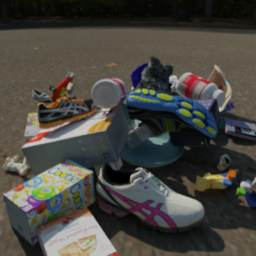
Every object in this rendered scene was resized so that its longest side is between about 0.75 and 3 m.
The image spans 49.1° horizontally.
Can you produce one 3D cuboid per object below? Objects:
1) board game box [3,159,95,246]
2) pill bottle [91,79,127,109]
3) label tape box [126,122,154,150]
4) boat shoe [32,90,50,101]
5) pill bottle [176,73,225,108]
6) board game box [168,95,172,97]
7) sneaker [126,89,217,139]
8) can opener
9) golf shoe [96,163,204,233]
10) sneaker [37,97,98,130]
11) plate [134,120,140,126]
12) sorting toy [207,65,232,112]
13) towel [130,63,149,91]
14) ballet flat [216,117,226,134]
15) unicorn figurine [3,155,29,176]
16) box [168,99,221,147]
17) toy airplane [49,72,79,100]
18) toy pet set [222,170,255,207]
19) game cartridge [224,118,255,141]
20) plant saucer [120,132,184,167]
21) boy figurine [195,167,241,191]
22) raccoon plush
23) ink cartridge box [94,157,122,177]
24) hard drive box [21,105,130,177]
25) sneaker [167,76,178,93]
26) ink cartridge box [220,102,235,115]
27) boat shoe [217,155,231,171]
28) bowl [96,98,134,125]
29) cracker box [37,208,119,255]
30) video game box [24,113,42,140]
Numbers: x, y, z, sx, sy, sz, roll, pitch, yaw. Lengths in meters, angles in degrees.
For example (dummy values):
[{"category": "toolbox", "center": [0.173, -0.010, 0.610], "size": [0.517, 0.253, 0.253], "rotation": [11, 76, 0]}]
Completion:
[{"category": "board game box", "center": [-1.884, 1.749, 7.001], "size": [1.016, 0.998, 1.937], "rotation": [20, 32, 35]}, {"category": "pill bottle", "center": [-0.498, -1.088, 8.673], "size": [0.853, 0.853, 1.520], "rotation": [6, 12, 12]}, {"category": "label tape box", "center": [0.622, -0.068, 9.918], "size": [1.700, 0.562, 1.218], "rotation": [-36, 13, 6]}, {"category": "boat shoe", "center": [-4.626, -1.712, 14.814], "size": [1.287, 0.413, 0.474], "rotation": [20, 32, 35]}, {"category": "pill bottle", "center": [3.120, -1.545, 12.027], "size": [1.083, 1.083, 1.929], "rotation": [-20, 42, -36]}, {"category": "board game box", "center": [2.215, -1.145, 13.063], "size": [1.441, 0.312, 2.141], "rotation": [-9, 23, -42]}, {"category": "sneaker", "center": [1.245, -0.308, 8.265], "size": [2.744, 1.137, 0.973], "rotation": [17, 48, 11]}, {"category": "can opener", "center": [1.050, -2.886, 15.824], "size": [0.782, 0.987, 2.970], "rotation": [-30, 22, 48]}, {"category": "golf shoe", "center": [0.476, 1.673, 6.866], "size": [2.785, 1.282, 1.011], "rotation": [9, 27, 16]}, {"category": "sneaker", "center": [-1.843, -0.604, 8.699], "size": [2.060, 0.795, 0.806], "rotation": [-23, 16, -34]}, {"category": "plate", "center": [0.306, -0.466, 9.509], "size": [0.101, 0.787, 0.787], "rotation": [-6, 26, -11]}, {"category": "sorting toy", "center": [4.080, -1.557, 12.571], "size": [0.965, 1.807, 1.627], "rotation": [11, 37, -18]}, {"category": "towel", "center": [0.615, -1.464, 11.847], "size": [0.538, 2.173, 1.605], "rotation": [-10, -6, -15]}, {"category": "ballet flat", "center": [3.453, -0.075, 11.356], "size": [0.619, 0.602, 1.741], "rotation": [3, 17, 43]}, {"category": "unicorn figurine", "center": [-3.437, 1.209, 8.884], "size": [1.148, 0.424, 0.789], "rotation": [-8, 33, 17]}, {"category": "box", "center": [2.354, -0.193, 9.886], "size": [1.306, 0.921, 1.765], "rotation": [-2, 32, 35]}, {"category": "toy airplane", "center": [-3.241, -2.157, 14.905], "size": [1.633, 1.158, 1.641], "rotation": [-23, 28, 31]}, {"category": "toy pet set", "center": [3.097, 1.749, 7.074], "size": [1.511, 0.802, 1.411], "rotation": [33, 34, 23]}, {"category": "game cartridge", "center": [4.523, 0.064, 10.951], "size": [1.450, 0.278, 0.940], "rotation": [13, 32, 3]}, {"category": "plant saucer", "center": [0.710, 0.717, 9.904], "size": [2.470, 0.339, 2.470], "rotation": [1, 25, 0]}, {"category": "boy figurine", "center": [2.512, 1.489, 8.108], "size": [1.435, 0.462, 0.892], "rotation": [-6, 12, -21]}, {"category": "raccoon plush", "center": [1.298, -1.275, 9.876], "size": [1.407, 1.949, 2.909], "rotation": [19, 15, -43]}, {"category": "ink cartridge box", "center": [-0.618, 1.089, 8.610], "size": [0.408, 0.709, 0.971], "rotation": [-8, 21, 27]}, {"category": "hard drive box", "center": [-1.491, 0.360, 8.665], "size": [2.671, 1.026, 2.082], "rotation": [-13, 21, 15]}, {"category": "sneaker", "center": [2.520, -2.565, 16.270], "size": [0.805, 0.688, 1.827], "rotation": [-5, 26, -11]}, {"category": "ink cartridge box", "center": [4.408, -0.885, 12.651], "size": [0.853, 0.325, 0.582], "rotation": [-28, -4, 40]}, {"category": "boat shoe", "center": [3.103, 1.068, 8.881], "size": [0.343, 0.314, 0.917], "rotation": [47, 34, 4]}, {"category": "bowl", "center": [-0.687, -0.776, 10.923], "size": [1.884, 1.884, 0.986], "rotation": [0, 51, 1]}, {"category": "cracker box", "center": [-1.040, 2.579, 5.827], "size": [1.217, 0.524, 1.818], "rotation": [-15, 30, -28]}, {"category": "video game box", "center": [-3.335, -0.091, 11.042], "size": [1.297, 0.304, 1.181], "rotation": [-4, 54, -2]}]
